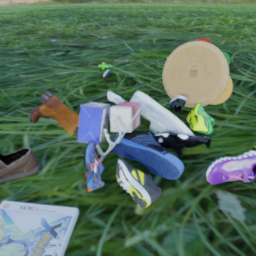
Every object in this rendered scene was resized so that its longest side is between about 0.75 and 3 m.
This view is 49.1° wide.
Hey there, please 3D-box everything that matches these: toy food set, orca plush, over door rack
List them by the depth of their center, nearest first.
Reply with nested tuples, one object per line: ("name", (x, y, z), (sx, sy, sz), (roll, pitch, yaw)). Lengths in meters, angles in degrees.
("over door rack", (-0.379, 0.159, 8.992), (0.686, 1.521, 2.059), (45, 47, 3))
("orca plush", (1.815, 0.622, 9.477), (1.906, 0.678, 1.003), (7, -15, -5))
("toy food set", (2.938, -2.345, 12.205), (2.952, 2.922, 0.718), (-8, 1, 26))

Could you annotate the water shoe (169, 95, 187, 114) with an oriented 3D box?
("water shoe", (1.914, -0.845, 11.244), (0.522, 1.461, 0.577), (22, 75, 3))

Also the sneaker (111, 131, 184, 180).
("sneaker", (0.698, 0.665, 8.807), (2.674, 0.938, 1.042), (23, 45, 35))

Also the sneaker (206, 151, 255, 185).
("sneaker", (3.038, 1.209, 7.746), (1.723, 0.693, 0.762), (-17, 31, -6))

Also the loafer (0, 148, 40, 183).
("loafer", (-3.860, 1.113, 8.098), (2.470, 0.877, 0.902), (-18, 35, -27))

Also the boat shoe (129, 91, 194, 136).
("boat shoe", (1.126, -0.240, 10.319), (2.759, 0.983, 0.963), (38, 2, 18))

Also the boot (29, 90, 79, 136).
("boot", (-2.629, -0.312, 10.227), (1.690, 1.591, 0.579), (40, 22, -6))

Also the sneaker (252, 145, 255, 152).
("sneaker", (3.990, 0.787, 8.569), (0.355, 0.930, 0.351), (14, 38, -21))

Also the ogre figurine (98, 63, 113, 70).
("ogre figurine", (-1.407, -3.674, 16.762), (0.893, 0.438, 0.536), (24, 18, 11))

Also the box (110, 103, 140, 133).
("box", (-0.078, -0.372, 9.382), (0.698, 0.820, 1.282), (2, 13, 15))

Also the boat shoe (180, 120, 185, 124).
("boat shoe", (1.572, -0.269, 10.872), (1.244, 0.459, 0.471), (6, 31, 10))

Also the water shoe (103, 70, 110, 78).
("water shoe", (-1.158, -2.980, 15.759), (0.340, 0.308, 0.862), (32, 32, -2))

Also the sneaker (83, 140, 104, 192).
("sneaker", (-0.964, 1.057, 7.914), (0.555, 1.416, 0.533), (-3, -2, -18))

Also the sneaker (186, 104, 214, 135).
("sneaker", (2.794, -0.264, 10.781), (0.884, 0.783, 2.115), (33, 25, -6))

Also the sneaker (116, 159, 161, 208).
("sneaker", (0.252, 1.495, 7.821), (0.737, 0.649, 1.743), (-11, 41, -30))

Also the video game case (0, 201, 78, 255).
("video game case", (-2.383, 2.568, 6.241), (2.021, 0.244, 2.217), (4, 31, 6))

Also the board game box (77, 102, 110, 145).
("board game box", (-1.100, -0.190, 9.145), (0.711, 1.171, 1.468), (8, 8, 3))

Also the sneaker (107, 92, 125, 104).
("sneaker", (-0.567, -1.374, 12.941), (0.452, 0.385, 1.022), (-10, 36, -39))

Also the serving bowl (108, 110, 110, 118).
("serving bowl", (-1.104, -0.454, 10.930), (1.044, 0.343, 1.044), (-12, 5, 1))
